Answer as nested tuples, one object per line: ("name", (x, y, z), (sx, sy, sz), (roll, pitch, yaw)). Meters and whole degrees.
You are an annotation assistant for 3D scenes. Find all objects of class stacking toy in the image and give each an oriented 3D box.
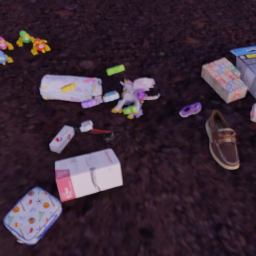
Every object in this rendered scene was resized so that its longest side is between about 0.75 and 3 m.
("stacking toy", (-0.931, -0.949, 9.362), (2.187, 1.649, 0.514), (-18, 23, 5))

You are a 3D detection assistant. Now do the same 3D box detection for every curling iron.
("curling iron", (-1.212, 0.167, 9.745), (1.488, 0.190, 0.369), (12, 49, 11))

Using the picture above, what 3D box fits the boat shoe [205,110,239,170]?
("boat shoe", (3.110, 0.315, 9.201), (0.791, 0.789, 2.193), (-1, 48, -1))

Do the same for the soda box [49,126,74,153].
("soda box", (-2.219, 0.384, 9.437), (0.335, 0.313, 0.984), (15, 46, 17))

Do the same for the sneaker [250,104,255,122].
("sneaker", (4.801, -0.188, 9.717), (1.002, 0.721, 1.917), (8, 42, 4))

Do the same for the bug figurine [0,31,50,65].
("bug figurine", (-5.156, -3.795, 13.042), (2.657, 0.684, 2.060), (-27, 53, -22))

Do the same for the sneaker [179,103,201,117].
("sneaker", (2.338, -0.691, 10.363), (0.898, 0.375, 0.362), (-26, 68, -16))

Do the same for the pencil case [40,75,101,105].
("pencil case", (-2.136, -1.446, 10.703), (2.292, 0.953, 1.040), (7, 46, 7))

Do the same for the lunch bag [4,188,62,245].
("lunch bag", (-2.512, 2.373, 7.487), (1.108, 0.522, 1.383), (31, 55, 13))

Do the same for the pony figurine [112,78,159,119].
("pony figurine", (0.267, -1.158, 10.420), (1.549, 1.336, 1.604), (6, 62, 18))

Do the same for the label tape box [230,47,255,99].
("label tape box", (5.643, -2.334, 11.594), (1.921, 0.886, 2.681), (-10, 46, -10))

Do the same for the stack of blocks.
("stack of blocks", (3.961, -1.949, 11.353), (1.090, 0.554, 1.893), (-21, 51, -9))

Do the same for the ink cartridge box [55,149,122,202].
("ink cartridge box", (-1.147, 1.299, 8.016), (1.728, 0.715, 1.266), (-13, 18, -12))
